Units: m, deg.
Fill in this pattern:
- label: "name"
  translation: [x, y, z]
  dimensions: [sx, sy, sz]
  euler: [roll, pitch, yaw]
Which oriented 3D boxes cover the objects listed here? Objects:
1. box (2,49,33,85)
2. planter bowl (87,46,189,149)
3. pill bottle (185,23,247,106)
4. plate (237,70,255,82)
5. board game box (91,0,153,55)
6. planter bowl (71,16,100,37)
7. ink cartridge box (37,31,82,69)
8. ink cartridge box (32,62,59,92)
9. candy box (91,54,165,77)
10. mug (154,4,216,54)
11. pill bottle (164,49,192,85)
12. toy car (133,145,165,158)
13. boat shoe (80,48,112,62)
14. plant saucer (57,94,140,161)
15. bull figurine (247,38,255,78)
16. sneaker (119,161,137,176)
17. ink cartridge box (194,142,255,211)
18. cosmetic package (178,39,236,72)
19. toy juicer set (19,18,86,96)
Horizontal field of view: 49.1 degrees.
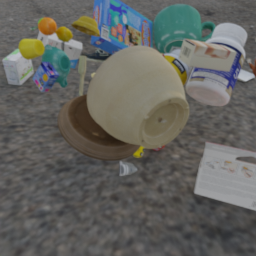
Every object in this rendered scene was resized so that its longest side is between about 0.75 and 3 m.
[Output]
- label: "box"
  translation: [-5.660, -3.172, 14.550]
  dimensions: [0.736, 1.342, 1.521]
  euler: [7, 38, 9]
- label: "planter bowl"
  translation: [0.401, -0.490, 6.255]
  dimensions: [2.227, 2.227, 1.499]
  euler: [-19, 44, -24]
- label: "pill bottle"
  translation: [3.021, -2.122, 9.365]
  dimensions: [1.474, 1.474, 2.463]
  euler: [19, 80, 24]
- label: "plate"
  translation: [6.119, -2.768, 14.994]
  dimensions: [1.037, 0.168, 1.039]
  euler: [-24, 43, -30]
- label: "board game box"
  translation: [-0.132, -3.539, 10.384]
  dimensions: [2.556, 1.944, 0.575]
  euler: [16, -20, -39]
- label: "planter bowl"
  translation: [-1.224, -3.112, 8.462]
  dimensions: [0.920, 0.383, 0.920]
  euler: [19, 5, -2]
- label: "ink cartridge box"
  translation: [-2.852, -3.192, 11.411]
  dimensions: [1.729, 1.001, 0.576]
  euler: [14, 42, -22]
- label: "ink cartridge box"
  translation: [-2.587, -1.660, 8.875]
  dimensions: [0.610, 0.894, 0.341]
  euler: [51, 31, 15]
- label: "candy box"
  translation: [0.003, -1.508, 7.670]
  dimensions: [1.883, 0.521, 1.087]
  euler: [2, 27, 45]
- label: "mug"
  translation: [2.090, -3.665, 10.890]
  dimensions: [2.240, 1.841, 1.385]
  euler: [-14, 61, 33]
- label: "pill bottle"
  translation: [1.289, -1.771, 9.971]
  dimensions: [1.369, 1.369, 2.445]
  euler: [24, 55, 29]
- label: "toy car"
  translation: [0.519, 0.587, 10.386]
  dimensions: [1.351, 0.301, 1.271]
  euler: [-19, 40, -25]
- label: "boat shoe"
  translation: [-1.108, -3.084, 11.987]
  dimensions: [1.876, 0.580, 0.702]
  euler: [4, 15, -8]
- label: "plant saucer"
  translation: [-0.670, -0.155, 7.553]
  dimensions: [2.392, 0.352, 2.392]
  euler: [13, 43, -12]
- label: "bull figurine"
  translation: [4.881, -2.554, 10.013]
  dimensions: [0.598, 1.838, 1.116]
  euler: [-8, 60, -5]
- label: "sneaker"
  translation: [-0.013, 0.964, 6.464]
  dimensions: [0.359, 0.327, 0.876]
  euler: [2, 0, -9]
- label: "ink cartridge box"
  translation: [3.236, 1.321, 7.850]
  dimensions: [2.430, 2.141, 0.543]
  euler: [13, 39, 16]
- label: "cosmetic package"
  translation: [2.107, -1.937, 7.489]
  dimensions: [1.316, 0.574, 0.680]
  euler: [1, 30, -24]
- label: "toy juicer set"
  translation: [-2.371, -2.453, 9.712]
  dimensions: [0.802, 2.947, 1.875]
  euler: [1, 64, 28]
